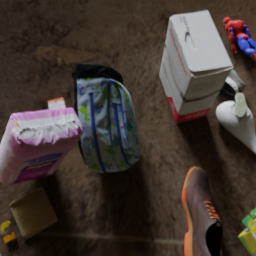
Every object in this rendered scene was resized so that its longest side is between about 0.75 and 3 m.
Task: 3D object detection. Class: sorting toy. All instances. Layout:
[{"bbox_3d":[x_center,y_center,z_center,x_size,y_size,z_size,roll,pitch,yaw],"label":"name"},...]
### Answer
[{"bbox_3d":[-2.796,2.446,7.684,1.437,0.192,1.071,-28,74,-12],"label":"sorting toy"}]

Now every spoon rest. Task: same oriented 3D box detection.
[{"bbox_3d":[3.616,0.066,8.462,1.171,0.714,2.357,-20,55,-22],"label":"spoon rest"}]

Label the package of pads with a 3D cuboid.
[{"bbox_3d":[-2.346,0.517,7.031,1.551,2.575,0.974,-8,66,-37],"label":"package of pads"}]

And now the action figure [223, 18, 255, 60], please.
[{"bbox_3d":[4.044,-2.970,9.760,0.850,0.672,2.600,-16,63,-12],"label":"action figure"}]

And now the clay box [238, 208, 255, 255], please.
[{"bbox_3d":[3.563,3.054,6.990,1.109,0.459,1.931,-12,60,-44],"label":"clay box"}]

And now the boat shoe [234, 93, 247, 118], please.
[{"bbox_3d":[3.343,-0.631,8.359,0.352,0.293,0.943,0,48,18],"label":"boat shoe"}]

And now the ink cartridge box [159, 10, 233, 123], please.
[{"bbox_3d":[1.784,-1.624,8.052,1.115,2.674,1.942,-12,67,-5],"label":"ink cartridge box"}]

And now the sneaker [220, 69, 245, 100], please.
[{"bbox_3d":[3.074,-1.805,9.283,0.756,0.705,1.907,-31,76,-22],"label":"sneaker"}]

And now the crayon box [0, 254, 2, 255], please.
[{"bbox_3d":[-3.957,3.531,6.766,1.575,0.406,0.990,6,55,0],"label":"crayon box"}]

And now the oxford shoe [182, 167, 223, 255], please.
[{"bbox_3d":[2.015,2.218,7.175,0.918,0.936,2.580,14,64,-26],"label":"oxford shoe"}]

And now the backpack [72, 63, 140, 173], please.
[{"bbox_3d":[-0.591,-0.123,7.687,2.084,2.211,2.710,8,84,4],"label":"backpack"}]

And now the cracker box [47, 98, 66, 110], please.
[{"bbox_3d":[-2.235,-0.550,8.936,0.510,0.219,0.761,-15,68,-6],"label":"cracker box"}]
